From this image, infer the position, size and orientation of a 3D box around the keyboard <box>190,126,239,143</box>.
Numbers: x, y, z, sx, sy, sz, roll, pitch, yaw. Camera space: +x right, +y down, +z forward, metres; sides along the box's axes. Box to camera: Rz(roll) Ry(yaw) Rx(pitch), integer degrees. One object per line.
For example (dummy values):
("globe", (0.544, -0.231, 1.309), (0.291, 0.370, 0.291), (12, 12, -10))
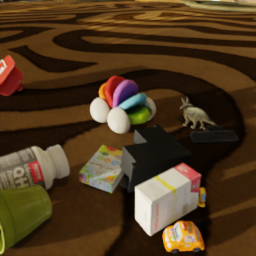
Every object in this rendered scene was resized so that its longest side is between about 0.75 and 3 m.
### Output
("keyboard", (3.505, 0.192, 11.555), (1.889, 0.374, 0.983), (-2, 33, -4))

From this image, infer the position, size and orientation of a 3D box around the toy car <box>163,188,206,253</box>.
("toy car", (1.613, 2.392, 7.783), (1.071, 0.727, 2.184), (8, 34, 12))

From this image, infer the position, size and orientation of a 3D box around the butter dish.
("butter dish", (-6.303, -2.519, 14.893), (2.056, 1.520, 2.051), (-51, 40, 2))

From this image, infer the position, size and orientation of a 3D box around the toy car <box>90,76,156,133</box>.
("toy car", (-0.205, -1.186, 12.159), (2.356, 2.019, 2.692), (-26, 41, -35))

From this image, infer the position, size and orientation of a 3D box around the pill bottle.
("pill bottle", (-3.214, 1.418, 8.644), (2.564, 1.419, 1.419), (-19, 37, -26))

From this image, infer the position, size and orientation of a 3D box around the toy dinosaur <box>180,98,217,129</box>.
("toy dinosaur", (2.884, -0.508, 12.070), (0.739, 0.982, 1.919), (-24, 39, -32))

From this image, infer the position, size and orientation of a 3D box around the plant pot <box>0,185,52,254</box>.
("plant pot", (-2.937, 2.257, 7.498), (1.551, 1.551, 1.493), (28, 30, 37))

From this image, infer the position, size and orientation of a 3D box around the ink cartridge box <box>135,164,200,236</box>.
("ink cartridge box", (1.101, 1.974, 7.881), (1.791, 1.300, 0.747), (-20, 36, -28))

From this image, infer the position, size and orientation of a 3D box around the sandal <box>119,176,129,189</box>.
("sandal", (0.329, 1.770, 9.201), (1.467, 0.331, 0.551), (-9, 37, -41))

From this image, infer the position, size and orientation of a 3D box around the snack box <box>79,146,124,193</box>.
("snack box", (-0.730, 1.353, 9.599), (1.211, 0.451, 1.702), (15, 34, 18))

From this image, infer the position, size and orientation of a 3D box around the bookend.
("bookend", (0.576, 0.907, 9.515), (2.207, 1.017, 2.193), (-8, 31, -26))
